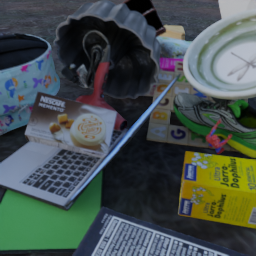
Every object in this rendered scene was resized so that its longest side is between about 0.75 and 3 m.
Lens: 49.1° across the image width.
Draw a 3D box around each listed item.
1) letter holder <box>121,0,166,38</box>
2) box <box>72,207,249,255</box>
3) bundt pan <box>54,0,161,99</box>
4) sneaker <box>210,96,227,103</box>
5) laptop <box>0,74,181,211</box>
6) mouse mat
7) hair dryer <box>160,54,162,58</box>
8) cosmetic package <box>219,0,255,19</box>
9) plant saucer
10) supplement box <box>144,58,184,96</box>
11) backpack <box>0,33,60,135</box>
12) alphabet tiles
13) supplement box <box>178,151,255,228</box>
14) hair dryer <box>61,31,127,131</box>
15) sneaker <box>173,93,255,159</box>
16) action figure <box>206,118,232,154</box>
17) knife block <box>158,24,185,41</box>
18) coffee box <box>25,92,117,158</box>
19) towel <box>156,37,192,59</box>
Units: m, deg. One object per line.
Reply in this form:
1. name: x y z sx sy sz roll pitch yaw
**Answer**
1. letter holder: -0.370 -3.021 9.011 2.879 1.448 2.046 -26 13 15
2. box: 0.319 2.194 2.345 2.214 1.376 2.232 12 35 19
3. bundt pan: -0.383 -2.011 7.177 2.786 2.786 1.046 12 59 18
4. sneaker: 2.363 -1.100 6.329 0.622 1.570 0.592 46 50 6
5. laptop: -0.834 -0.046 5.468 2.992 1.734 2.802 13 31 19
6. mouse mat: -1.357 1.240 5.051 1.836 0.086 2.282 0 30 -2
7. hair dryer: 0.200 -2.603 10.728 2.197 0.784 2.885 -3 21 8
8. cosmetic package: 3.489 -2.159 6.277 1.394 2.268 2.260 -15 10 -23
9. plant saucer: 2.268 -1.339 5.415 2.343 0.588 2.343 -17 48 19
10. supplement box: 1.097 -1.567 8.684 1.900 0.961 0.982 5 32 9
11. backpack: -3.171 -1.174 6.888 2.854 2.148 2.533 -33 44 -24
12. alphabet tiles: 1.823 -0.705 7.140 2.364 0.107 2.829 7 54 7
13. supplement box: 1.651 1.028 4.713 1.493 0.818 0.813 7 34 11
14. hair dryer: -0.786 -0.894 6.690 0.639 1.790 2.350 -26 83 -44
15. sneaker: 2.058 -0.325 6.051 2.410 1.027 0.940 26 53 32
16. action figure: 1.852 0.192 5.647 0.366 0.555 1.121 42 7 23
17. knife block: 1.765 -4.564 13.704 1.824 0.665 2.078 2 33 4
18. coffee box: -1.083 -0.029 5.418 1.529 0.610 0.874 15 74 -10
19. towel: 2.173 -2.793 10.075 2.213 0.533 1.894 -1 27 -20
